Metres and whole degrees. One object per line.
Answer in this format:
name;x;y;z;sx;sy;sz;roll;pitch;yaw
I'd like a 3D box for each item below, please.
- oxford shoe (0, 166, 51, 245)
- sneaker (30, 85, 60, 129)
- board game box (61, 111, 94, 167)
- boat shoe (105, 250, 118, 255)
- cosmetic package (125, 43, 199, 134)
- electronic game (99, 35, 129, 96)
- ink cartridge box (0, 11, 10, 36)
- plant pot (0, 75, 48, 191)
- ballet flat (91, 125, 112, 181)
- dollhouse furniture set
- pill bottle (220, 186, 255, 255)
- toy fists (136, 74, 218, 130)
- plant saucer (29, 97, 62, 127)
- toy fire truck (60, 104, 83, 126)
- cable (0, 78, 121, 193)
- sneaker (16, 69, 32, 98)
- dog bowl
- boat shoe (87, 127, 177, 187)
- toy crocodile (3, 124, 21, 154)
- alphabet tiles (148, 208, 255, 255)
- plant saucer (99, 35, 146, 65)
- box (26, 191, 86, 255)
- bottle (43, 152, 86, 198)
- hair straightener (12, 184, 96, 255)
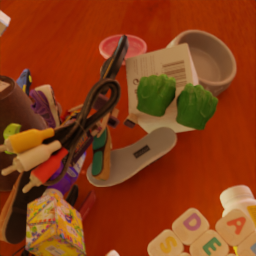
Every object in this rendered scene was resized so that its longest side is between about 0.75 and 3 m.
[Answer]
oxford shoe;-2.317;1.435;6.126;0.720;0.721;2.021;-11;48;39
sneaker;-1.850;-0.403;6.258;0.558;1.338;0.540;-10;47;-7
board game box;-1.255;0.239;6.520;0.301;0.878;1.062;1;35;25
boat shoe;-0.221;2.828;5.007;0.604;1.705;0.591;-33;49;-32
cosmetic package;1.099;-0.922;7.867;1.713;2.059;1.723;-10;69;19
electronic game;-0.519;-1.621;7.687;0.412;1.981;1.981;25;44;-12
ink cartridge box;-3.955;-3.103;8.279;0.627;0.611;0.975;-44;35;18
plant pot;-3.244;-0.034;7.396;2.337;2.500;2.337;0;43;0
ballet flat;-0.660;0.635;7.224;0.541;0.496;1.575;-17;51;30
dollhouse furniture set;-0.687;0.222;6.837;1.211;1.528;1.085;29;40;-14
pill bottle;2.720;2.238;6.236;0.996;0.996;1.790;-5;46;-5
toy fists;1.064;-0.655;6.234;1.796;0.916;0.618;19;31;9
plant saucer;-3.135;-0.607;9.582;1.655;0.303;1.655;-1;45;1
toy fire truck;-1.506;-0.235;7.489;0.528;0.821;0.723;9;25;-34
cable;-1.091;0.168;5.589;2.842;1.380;0.715;-35;24;-16
sneaker;-4.011;-1.648;10.437;0.671;0.564;1.711;-7;45;-2
dog bowl;2.667;-2.383;10.305;2.848;0.835;2.848;8;61;-14
boat shoe;0.141;0.834;7.740;2.624;0.869;0.917;-32;71;-4
toy crocodile;-2.388;0.600;6.716;0.576;1.707;0.527;1;49;28
alphabet tiles;1.668;3.021;5.274;2.812;0.210;2.875;-38;53;-5
plant saucer;-0.222;-3.353;12.170;2.026;0.514;2.026;0;46;0
box;-1.063;1.517;4.169;0.481;0.789;0.760;-28;39;5
bottle;-1.628;1.076;7.111;0.608;0.778;1.862;-27;27;25
hair straightener;-1.831;2.481;6.433;1.082;0.576;2.813;17;52;17
